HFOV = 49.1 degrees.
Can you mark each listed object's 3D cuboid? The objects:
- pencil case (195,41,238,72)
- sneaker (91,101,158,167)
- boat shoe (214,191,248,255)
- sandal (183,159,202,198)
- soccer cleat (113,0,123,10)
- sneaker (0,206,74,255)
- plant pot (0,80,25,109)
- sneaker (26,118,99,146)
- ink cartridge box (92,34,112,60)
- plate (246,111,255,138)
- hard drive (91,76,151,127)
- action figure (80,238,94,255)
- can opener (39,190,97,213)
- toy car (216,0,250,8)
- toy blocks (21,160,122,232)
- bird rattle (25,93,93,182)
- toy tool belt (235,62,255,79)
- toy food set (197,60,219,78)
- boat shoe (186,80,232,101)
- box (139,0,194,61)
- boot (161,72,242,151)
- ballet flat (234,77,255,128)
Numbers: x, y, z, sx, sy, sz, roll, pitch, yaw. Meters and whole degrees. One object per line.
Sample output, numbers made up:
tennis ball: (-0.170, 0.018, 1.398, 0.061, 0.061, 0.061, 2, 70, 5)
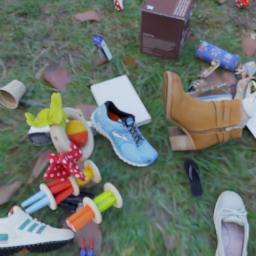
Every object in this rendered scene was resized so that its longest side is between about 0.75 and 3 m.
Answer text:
pencil case: (3.618, -2.930, 11.407, 1.720, 0.671, 0.747, 29, 74, 16)
sneaker: (-0.069, 0.159, 8.756, 2.545, 1.145, 0.998, 42, 46, 6)
boat shoe: (2.803, 2.840, 7.541, 0.911, 0.793, 2.473, 13, 58, 9)
sandal: (2.024, 1.494, 8.530, 0.454, 0.256, 1.195, -8, 66, -12)
soccer cleat: (-0.463, -6.332, 13.763, 0.650, 0.524, 1.526, -21, 54, -8)
sneaker: (-2.524, 2.527, 7.107, 2.464, 0.868, 1.152, 11, 47, -37)
plant pot: (-4.241, -1.297, 10.317, 0.872, 0.872, 0.798, 16, 47, 10)
sneaker: (-2.151, -0.068, 9.445, 2.419, 0.901, 1.054, -1, 51, -2)
ink cartridge box: (-1.052, -3.161, 10.999, 0.537, 1.080, 0.212, 30, 71, 36)
plate: (5.128, 0.035, 9.425, 1.891, 0.306, 1.887, -21, 49, 3)
hard drive: (-0.308, -0.888, 10.304, 1.467, 0.292, 2.224, -20, 59, -13)
action figure: (-1.129, 3.537, 7.193, 0.446, 0.676, 1.366, -1, 59, 0)
can opener: (-1.809, 2.162, 8.220, 1.743, 0.685, 0.552, 6, 98, 4)
toy car: (5.272, -6.641, 14.030, 1.794, 0.400, 1.688, 21, 59, 12)
toy blocks: (-1.553, 2.050, 7.686, 2.203, 0.800, 1.836, -28, 56, -30)
bird rattle: (-1.596, 0.265, 7.862, 1.415, 2.048, 2.512, -32, 84, 26)
toy tool belt: (4.567, -2.200, 11.063, 0.631, 0.641, 1.026, 12, 47, 46)
toy food set: (3.091, -2.282, 10.850, 0.856, 0.614, 0.258, -41, 98, 2)
boat shoe: (2.556, -1.229, 9.998, 2.374, 0.858, 0.859, -4, 83, -20)
box: (1.530, -4.183, 11.396, 1.712, 2.086, 1.730, 18, 59, 11)
boot: (2.261, -0.595, 8.455, 2.319, 2.998, 1.105, -11, 43, 8)
ballet flat: (4.153, -0.985, 9.782, 0.810, 0.800, 2.379, 40, 51, -24)
